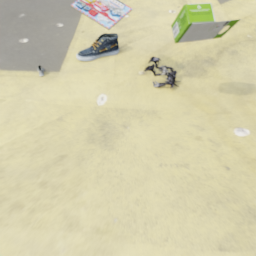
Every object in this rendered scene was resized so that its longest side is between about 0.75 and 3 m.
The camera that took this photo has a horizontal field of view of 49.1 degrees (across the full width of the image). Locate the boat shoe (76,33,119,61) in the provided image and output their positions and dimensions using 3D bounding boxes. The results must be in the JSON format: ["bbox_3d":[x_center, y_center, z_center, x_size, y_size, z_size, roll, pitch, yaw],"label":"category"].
[{"bbox_3d":[-1.597,-4.243,14.530,2.349,1.066,0.831,-18,48,-17],"label":"boat shoe"}]

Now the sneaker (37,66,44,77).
[{"bbox_3d":[-4.272,-2.889,13.618,0.297,0.457,0.792,-17,48,-16],"label":"sneaker"}]

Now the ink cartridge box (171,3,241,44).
[{"bbox_3d":[2.427,-3.338,8.926,1.740,1.286,0.659,-9,82,-12],"label":"ink cartridge box"}]

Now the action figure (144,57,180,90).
[{"bbox_3d":[1.555,-2.417,12.711,0.946,1.853,1.101,-4,60,50],"label":"action figure"}]

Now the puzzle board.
[{"bbox_3d":[-0.979,-4.494,10.389,1.846,0.161,1.391,36,68,14],"label":"puzzle board"}]
